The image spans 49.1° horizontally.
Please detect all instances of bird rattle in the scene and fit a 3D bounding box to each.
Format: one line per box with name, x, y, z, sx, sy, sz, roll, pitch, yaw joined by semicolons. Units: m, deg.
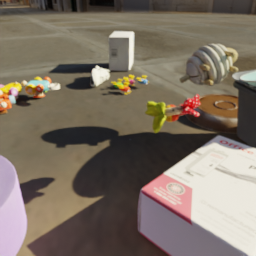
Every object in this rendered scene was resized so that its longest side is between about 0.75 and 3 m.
bird rattle;0.962;-0.374;6.065;1.174;0.662;0.957;-20;-2;-1

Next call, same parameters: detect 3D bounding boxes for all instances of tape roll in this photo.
tape roll;-3.377;1.631;5.004;2.818;1.197;2.818;-1;28;0

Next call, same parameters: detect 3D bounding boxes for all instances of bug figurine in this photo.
bug figurine;0.056;-1.982;12.689;1.653;0.425;1.282;-27;31;-34

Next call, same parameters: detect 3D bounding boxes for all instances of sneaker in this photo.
sneaker;-1.339;-2.458;13.364;0.786;0.728;1.938;10;29;0

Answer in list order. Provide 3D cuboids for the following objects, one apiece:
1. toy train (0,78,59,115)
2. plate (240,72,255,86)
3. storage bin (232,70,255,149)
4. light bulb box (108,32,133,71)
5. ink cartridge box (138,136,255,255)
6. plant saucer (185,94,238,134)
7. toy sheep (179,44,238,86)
toy train;-4.099;-1.205;10.951;2.713;0.754;2.038;-20;35;-27
plate;4.248;-1.286;6.905;2.785;0.356;2.785;-10;13;2
storage bin;4.343;-0.269;7.596;2.177;2.009;2.991;-11;28;-13
light bulb box;-0.359;-4.265;15.503;1.144;1.818;1.834;4;27;5
ink cartridge box;1.875;1.408;5.430;2.073;1.171;2.830;24;36;38
plant saucer;3.499;-0.652;10.162;2.834;0.455;2.834;1;29;0
toy sheep;2.369;-1.817;8.271;1.896;1.307;1.307;-24;32;-8
